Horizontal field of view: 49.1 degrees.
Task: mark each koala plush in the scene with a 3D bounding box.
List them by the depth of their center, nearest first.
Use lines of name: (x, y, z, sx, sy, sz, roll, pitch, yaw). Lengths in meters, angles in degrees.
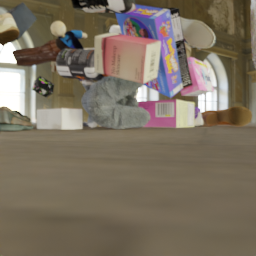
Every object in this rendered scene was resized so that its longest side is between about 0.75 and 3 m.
koala plush: (-0.801, -0.889, 9.298, 2.089, 2.016, 2.273, -15, 14, -35)

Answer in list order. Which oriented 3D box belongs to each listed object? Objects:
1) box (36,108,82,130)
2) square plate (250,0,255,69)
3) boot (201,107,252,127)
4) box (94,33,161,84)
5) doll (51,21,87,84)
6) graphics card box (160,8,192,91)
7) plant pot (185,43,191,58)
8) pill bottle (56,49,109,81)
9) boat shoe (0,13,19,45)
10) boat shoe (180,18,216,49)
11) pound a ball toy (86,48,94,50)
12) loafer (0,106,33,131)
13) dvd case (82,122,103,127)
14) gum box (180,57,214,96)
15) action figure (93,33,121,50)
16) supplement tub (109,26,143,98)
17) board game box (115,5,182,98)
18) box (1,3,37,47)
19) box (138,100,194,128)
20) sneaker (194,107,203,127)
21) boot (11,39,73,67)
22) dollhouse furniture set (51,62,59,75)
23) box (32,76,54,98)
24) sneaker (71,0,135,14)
box: (-2.163, -0.273, 8.787, 1.298, 0.633, 0.807, 1, 2, 39)
square plate: (3.725, -3.030, 7.998, 0.334, 2.347, 2.325, -1, -18, 21)
boot: (4.481, -0.489, 13.724, 2.509, 0.962, 1.948, -11, 5, -8)
box: (-0.034, -1.772, 7.022, 1.475, 0.943, 0.804, 17, 30, 25)
doll: (-2.305, -3.249, 11.813, 0.698, 1.966, 2.881, 22, -21, 37)
graphics card box: (1.459, -2.906, 10.332, 0.714, 2.806, 1.760, -22, 26, -7)
plant pot: (2.197, -3.103, 13.368, 1.662, 1.442, 1.662, 0, -18, 0)
pill bottle: (-1.329, -2.048, 9.095, 1.859, 0.987, 0.987, 10, 6, 27)
boat shoe: (-4.285, -2.647, 8.100, 2.164, 0.703, 0.781, -24, -7, -2)
boat shoe: (2.445, -3.623, 10.831, 0.773, 0.936, 2.500, 8, 20, -45)
pound a ball toy: (-2.183, -3.645, 13.640, 1.854, 1.209, 0.788, -5, -31, -1)
loafer: (-3.040, -0.243, 7.643, 0.717, 0.628, 1.997, 0, 1, -7)
dvd case: (-0.685, -0.191, 13.970, 2.856, 0.228, 2.124, -1, 2, -29)
gum box: (2.871, -2.147, 12.154, 0.801, 1.375, 2.424, -17, -4, 31)
action figure: (-0.014, -2.675, 11.088, 2.419, 1.620, 1.801, 40, 35, 6)
supplement tub: (-0.083, -3.052, 13.128, 2.146, 2.972, 2.146, 12, 22, -5)
board game box: (0.740, -2.548, 9.376, 0.629, 2.811, 1.890, -38, 44, -20)
box: (-3.912, -3.473, 9.473, 1.119, 1.139, 0.706, -5, -41, 41)
box: (1.478, -0.552, 11.517, 1.925, 1.058, 2.189, 1, 1, 31)
sneaker: (2.730, -0.592, 13.502, 1.022, 1.058, 2.535, -1, 1, -26)
boot: (-2.964, -2.480, 10.295, 2.023, 0.650, 1.886, -10, -23, 20)
dollhouse furniture set: (-3.046, -2.736, 12.821, 1.071, 0.558, 1.083, 28, 34, 31)
box: (-3.661, -1.759, 12.083, 0.469, 0.560, 0.754, -26, -40, 34)
sneaker: (-0.712, -3.328, 7.319, 0.959, 0.884, 2.398, -34, 36, -20)
